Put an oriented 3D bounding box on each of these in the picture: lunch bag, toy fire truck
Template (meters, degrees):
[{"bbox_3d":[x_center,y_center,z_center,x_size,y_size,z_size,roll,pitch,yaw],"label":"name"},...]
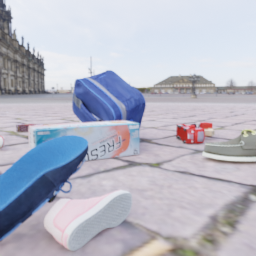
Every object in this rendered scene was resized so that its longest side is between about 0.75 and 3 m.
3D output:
[{"bbox_3d":[-0.720,-0.612,9.287,1.649,1.693,2.492,-25,52,-34],"label":"lunch bag"},{"bbox_3d":[2.548,0.165,10.160,1.525,0.527,2.163,0,7,-3],"label":"toy fire truck"}]

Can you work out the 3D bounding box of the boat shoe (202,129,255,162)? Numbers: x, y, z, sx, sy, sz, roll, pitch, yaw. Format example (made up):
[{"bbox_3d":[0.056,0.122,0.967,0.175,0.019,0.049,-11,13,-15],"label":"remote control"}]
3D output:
[{"bbox_3d":[3.187,0.396,6.870,2.670,0.798,0.954,-1,5,10],"label":"boat shoe"}]

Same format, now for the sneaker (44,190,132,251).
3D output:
[{"bbox_3d":[-0.493,1.019,3.482,0.623,0.449,1.192,12,17,36],"label":"sneaker"}]

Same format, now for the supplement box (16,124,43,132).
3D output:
[{"bbox_3d":[-4.344,-0.002,12.388,1.041,0.317,0.566,1,7,15],"label":"supplement box"}]

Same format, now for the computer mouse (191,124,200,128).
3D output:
[{"bbox_3d":[2.819,0.013,11.785,0.258,0.445,1.518,-3,5,33],"label":"computer mouse"}]

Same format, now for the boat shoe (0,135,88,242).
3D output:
[{"bbox_3d":[-1.160,0.673,3.513,0.718,0.586,1.706,21,39,32],"label":"boat shoe"}]

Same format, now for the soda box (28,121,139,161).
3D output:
[{"bbox_3d":[-1.079,0.337,7.303,2.777,0.883,0.950,-5,9,-28],"label":"soda box"}]

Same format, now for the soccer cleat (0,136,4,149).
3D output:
[{"bbox_3d":[-4.098,0.413,8.258,1.226,0.421,0.522,5,1,39],"label":"soccer cleat"}]

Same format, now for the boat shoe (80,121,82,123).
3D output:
[{"bbox_3d":[-2.468,-0.363,15.490,0.307,0.279,0.835,1,7,5],"label":"boat shoe"}]
